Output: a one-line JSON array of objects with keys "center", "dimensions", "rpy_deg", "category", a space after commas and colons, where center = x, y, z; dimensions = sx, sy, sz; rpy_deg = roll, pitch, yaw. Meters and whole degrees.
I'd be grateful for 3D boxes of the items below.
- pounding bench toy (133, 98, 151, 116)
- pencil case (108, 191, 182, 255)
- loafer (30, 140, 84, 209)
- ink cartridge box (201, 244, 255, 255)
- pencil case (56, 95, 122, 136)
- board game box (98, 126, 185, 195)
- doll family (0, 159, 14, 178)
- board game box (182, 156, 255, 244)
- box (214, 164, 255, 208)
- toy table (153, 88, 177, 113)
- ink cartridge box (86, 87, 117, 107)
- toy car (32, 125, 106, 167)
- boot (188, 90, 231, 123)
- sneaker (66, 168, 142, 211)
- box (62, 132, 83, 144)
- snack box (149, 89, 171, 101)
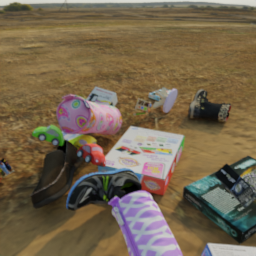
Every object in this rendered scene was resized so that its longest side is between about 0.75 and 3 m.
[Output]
[{"center": [0.588, -0.767, 11.528], "dimensions": [0.592, 0.758, 0.471], "rpy_deg": [18, 8, -1], "category": "pounding bench toy"}, {"center": [0.395, 2.204, 5.115], "dimensions": [0.966, 0.948, 2.260], "rpy_deg": [23, 26, -42], "category": "pencil case"}, {"center": [-2.008, 1.134, 7.517], "dimensions": [0.951, 0.930, 2.606], "rpy_deg": [-28, 16, 15], "category": "loafer"}, {"center": [2.042, 2.866, 4.218], "dimensions": [1.424, 0.797, 2.088], "rpy_deg": [9, 22, -11], "category": "ink cartridge box"}, {"center": [-1.178, -0.349, 9.184], "dimensions": [1.237, 1.237, 2.830], "rpy_deg": [11, 0, 20], "category": "pencil case"}, {"center": [0.514, 0.869, 8.714], "dimensions": [1.986, 0.523, 2.595], "rpy_deg": [10, 29, 19], "category": "board game box"}, {"center": [-3.455, 1.053, 7.687], "dimensions": [0.977, 0.565, 0.384], "rpy_deg": [-26, 7, 47], "category": "doll family"}, {"center": [3.057, 1.678, 7.318], "dimensions": [2.738, 0.386, 1.852], "rpy_deg": [-17, 32, -29], "category": "board game box"}, {"center": [2.402, 1.299, 6.238], "dimensions": [0.382, 0.887, 0.726], "rpy_deg": [-43, 48, 5], "category": "box"}, {"center": [1.623, -1.267, 12.417], "dimensions": [0.679, 1.066, 1.159], "rpy_deg": [21, 62, 28], "category": "toy table"}, {"center": [-1.197, -0.902, 11.367], "dimensions": [1.006, 0.571, 1.380], "rpy_deg": [19, 60, 18], "category": "ink cartridge box"}, {"center": [-1.695, 0.368, 8.143], "dimensions": [2.102, 0.498, 2.233], "rpy_deg": [22, 2, -16], "category": "toy car"}, {"center": [3.562, -0.938, 11.975], "dimensions": [1.582, 0.769, 2.100], "rpy_deg": [12, 33, 24], "category": "boot"}, {"center": [-0.516, 1.497, 6.667], "dimensions": [1.976, 0.700, 0.819], "rpy_deg": [-11, 34, -32], "category": "sneaker"}, {"center": [-1.856, 0.421, 9.779], "dimensions": [1.131, 0.270, 0.690], "rpy_deg": [30, 39, 34], "category": "box"}, {"center": [1.683, -1.669, 14.005], "dimensions": [1.189, 0.220, 0.690], "rpy_deg": [-24, 36, -38], "category": "snack box"}]
